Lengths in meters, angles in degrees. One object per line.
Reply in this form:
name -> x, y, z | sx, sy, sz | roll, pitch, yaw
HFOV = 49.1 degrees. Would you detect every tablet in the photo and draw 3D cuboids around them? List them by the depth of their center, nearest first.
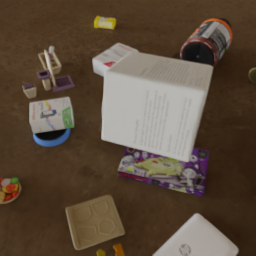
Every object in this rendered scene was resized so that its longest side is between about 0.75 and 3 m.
tablet -> 1.521, 3.117, 6.711 | 2.052, 0.140, 1.335 | -32, 54, -28

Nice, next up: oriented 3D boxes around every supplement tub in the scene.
supplement tub -> 3.568, -3.751, 12.314 | 1.602, 1.602, 2.997 | 23, 50, 21

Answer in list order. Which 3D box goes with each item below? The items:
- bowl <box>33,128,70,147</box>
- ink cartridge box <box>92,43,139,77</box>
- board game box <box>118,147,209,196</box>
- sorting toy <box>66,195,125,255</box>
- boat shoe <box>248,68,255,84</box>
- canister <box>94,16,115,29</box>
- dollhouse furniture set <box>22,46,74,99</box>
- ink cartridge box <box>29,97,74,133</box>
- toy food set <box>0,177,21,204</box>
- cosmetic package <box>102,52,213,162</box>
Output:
bowl -> -2.616, 0.103, 9.538 | 1.226, 0.241, 1.226 | 0, 46, 0
ink cartridge box -> -0.496, -2.840, 12.040 | 1.225, 0.703, 1.687 | 30, 53, 26
board game box -> 1.102, 1.084, 8.535 | 2.533, 0.409, 1.520 | 11, 43, 11
sorting toy -> -0.782, 2.629, 7.145 | 1.304, 0.234, 1.750 | -12, 47, -17
boat shoe -> 5.943, -2.102, 11.371 | 2.122, 0.758, 0.697 | 10, 38, 7
canister -> -1.224, -5.568, 14.868 | 1.001, 0.433, 0.743 | 9, 47, 6
dollhouse furniture set -> -3.555, -2.750, 11.233 | 1.946, 1.743, 2.456 | -19, 49, -17
ink cartridge box -> -2.589, -0.432, 9.478 | 1.360, 0.595, 0.989 | -10, 49, -7
toy food set -> -3.487, 1.769, 7.958 | 0.829, 0.202, 0.821 | -10, 47, -9
cosmetic package -> 0.886, -0.773, 8.642 | 2.787, 2.297, 2.300 | 15, 33, 14
